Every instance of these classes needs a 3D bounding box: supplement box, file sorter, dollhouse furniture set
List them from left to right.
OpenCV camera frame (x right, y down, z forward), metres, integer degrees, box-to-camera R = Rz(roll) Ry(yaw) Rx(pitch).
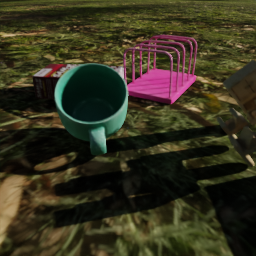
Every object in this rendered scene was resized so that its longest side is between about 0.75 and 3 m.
[{"bbox_3d":[-1.743,-1.677,10.275,2.938,0.895,1.599,4,30,9],"label":"supplement box"},{"bbox_3d":[1.290,-2.402,10.659,1.969,1.777,2.834,15,33,25],"label":"file sorter"},{"bbox_3d":[3.610,-0.376,7.033,2.298,1.628,2.501,-38,29,19],"label":"dollhouse furniture set"}]

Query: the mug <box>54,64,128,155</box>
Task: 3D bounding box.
[{"bbox_3d":[-1.020,-0.420,7.416,1.830,1.377,2.227,22,63,8],"label":"mug"}]
